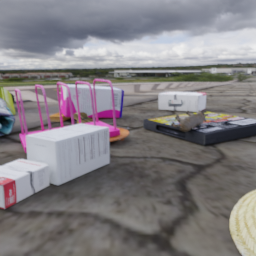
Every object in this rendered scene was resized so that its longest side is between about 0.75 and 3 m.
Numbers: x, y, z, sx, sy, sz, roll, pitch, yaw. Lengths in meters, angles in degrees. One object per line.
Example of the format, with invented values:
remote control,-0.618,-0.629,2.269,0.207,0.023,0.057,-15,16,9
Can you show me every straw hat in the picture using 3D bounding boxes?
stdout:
straw hat,2.353,0.525,2.538,2.873,1.216,2.873,1,11,0

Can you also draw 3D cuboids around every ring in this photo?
ring,-0.703,0.209,6.681,1.464,0.140,1.464,-4,12,1

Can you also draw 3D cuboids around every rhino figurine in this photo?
rhino figurine,1.524,-0.191,6.607,1.024,0.306,0.448,-23,42,-31

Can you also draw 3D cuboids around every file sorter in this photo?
file sorter,-1.435,-0.383,6.374,2.038,1.278,1.416,-10,14,-23

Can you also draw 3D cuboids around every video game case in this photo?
video game case,2.118,-0.062,7.726,2.561,0.327,2.314,-8,14,-32

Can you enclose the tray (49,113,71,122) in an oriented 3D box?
tray,-2.341,-0.392,9.735,0.504,0.189,1.021,2,11,10

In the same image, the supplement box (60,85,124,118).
supplement box,-1.289,-0.940,9.832,2.012,1.018,1.040,0,14,-26

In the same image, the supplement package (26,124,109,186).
supplement package,-0.936,0.375,4.618,0.700,0.674,1.231,8,14,34

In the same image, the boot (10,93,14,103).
boot,-6.394,-1.194,12.385,2.183,0.808,1.789,5,16,23

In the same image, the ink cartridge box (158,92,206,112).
ink cartridge box,2.331,-1.145,12.075,1.752,0.743,1.276,8,14,28

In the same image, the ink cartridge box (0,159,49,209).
ink cartridge box,-1.545,0.721,3.759,0.593,0.335,0.808,5,13,26

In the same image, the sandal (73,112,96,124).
sandal,-1.356,-0.192,8.564,0.456,0.307,1.136,-16,33,-37

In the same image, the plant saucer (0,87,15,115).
plant saucer,-5.483,-1.071,10.743,1.986,0.476,1.989,-6,33,-25

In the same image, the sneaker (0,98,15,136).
sneaker,-3.499,-0.175,7.311,1.122,1.008,2.598,12,15,-10
